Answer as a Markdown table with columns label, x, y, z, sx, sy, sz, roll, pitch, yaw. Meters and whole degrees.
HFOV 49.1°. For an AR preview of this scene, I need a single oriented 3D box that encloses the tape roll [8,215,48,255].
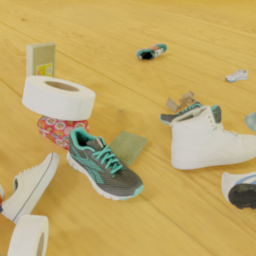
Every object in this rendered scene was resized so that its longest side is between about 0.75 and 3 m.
| label | x | y | z | sx | sy | sz | roll | pitch | yaw |
| --- | --- | --- | --- | --- | --- | --- | --- | --- | --- |
| tape roll | -1.906 | 2.342 | 5.405 | 0.440 | 1.258 | 1.258 | 6 | 37 | -4 |

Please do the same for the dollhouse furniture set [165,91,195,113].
| label | x | y | z | sx | sy | sz | roll | pitch | yaw |
| --- | --- | --- | --- | --- | --- | --- | --- | --- | --- |
| dollhouse furniture set | 2.013 | -1.102 | 10.431 | 1.123 | 0.582 | 0.497 | -28 | 59 | -32 |

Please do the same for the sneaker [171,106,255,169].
| label | x | y | z | sx | sy | sz | roll | pitch | yaw |
| --- | --- | --- | --- | --- | --- | --- | --- | --- | --- |
| sneaker | 2.542 | 0.148 | 7.891 | 2.781 | 1.607 | 1.025 | -9 | 16 | -12 |

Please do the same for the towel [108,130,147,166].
| label | x | y | z | sx | sy | sz | roll | pitch | yaw |
| --- | --- | --- | --- | --- | --- | --- | --- | --- | --- |
| towel | -0.056 | 0.594 | 8.547 | 1.005 | 0.247 | 1.355 | 17 | 39 | 19 |

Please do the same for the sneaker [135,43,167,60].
| label | x | y | z | sx | sy | sz | roll | pitch | yaw |
| --- | --- | --- | --- | --- | --- | --- | --- | --- | --- |
| sneaker | 1.254 | -3.698 | 13.917 | 1.715 | 0.612 | 0.685 | -20 | 44 | -14 |

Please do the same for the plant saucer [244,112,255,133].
| label | x | y | z | sx | sy | sz | roll | pitch | yaw |
| --- | --- | --- | --- | --- | --- | --- | --- | --- | --- |
| plant saucer | 4.767 | -0.229 | 9.607 | 1.420 | 0.273 | 1.420 | 0 | 37 | 0 |

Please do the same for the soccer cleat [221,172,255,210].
| label | x | y | z | sx | sy | sz | roll | pitch | yaw |
| --- | --- | --- | --- | --- | --- | --- | --- | --- | --- |
| soccer cleat | 3.576 | 1.481 | 6.865 | 2.596 | 0.907 | 1.121 | 6 | 20 | -1 |

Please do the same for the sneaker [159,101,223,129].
| label | x | y | z | sx | sy | sz | roll | pitch | yaw |
| --- | --- | --- | --- | --- | --- | --- | --- | --- | --- |
| sneaker | 2.073 | -0.435 | 9.184 | 2.093 | 0.955 | 0.812 | 4 | 9 | 0 |

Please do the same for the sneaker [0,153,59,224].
| label | x | y | z | sx | sy | sz | roll | pitch | yaw |
| --- | --- | --- | --- | --- | --- | --- | --- | --- | --- |
| sneaker | -2.409 | 1.315 | 6.991 | 0.756 | 0.780 | 2.136 | 35 | 38 | -13 |

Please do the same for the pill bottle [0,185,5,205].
| label | x | y | z | sx | sy | sz | roll | pitch | yaw |
| --- | --- | --- | --- | --- | --- | --- | --- | --- | --- |
| pill bottle | -3.762 | 2.048 | 5.675 | 1.376 | 1.376 | 2.409 | 7 | 37 | 9 |

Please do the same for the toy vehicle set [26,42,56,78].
| label | x | y | z | sx | sy | sz | roll | pitch | yaw |
| --- | --- | --- | --- | --- | --- | --- | --- | --- | --- |
| toy vehicle set | -3.221 | -2.095 | 10.412 | 0.268 | 2.024 | 1.257 | 20 | 26 | 20 |

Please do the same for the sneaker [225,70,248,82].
| label | x | y | z | sx | sy | sz | roll | pitch | yaw |
| --- | --- | --- | --- | --- | --- | --- | --- | --- | --- |
| sneaker | 4.714 | -2.312 | 12.169 | 1.084 | 0.470 | 0.406 | -14 | 41 | -15 |

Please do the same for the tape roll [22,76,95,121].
| label | x | y | z | sx | sy | sz | roll | pitch | yaw |
| --- | --- | --- | --- | --- | --- | --- | --- | --- | --- |
| tape roll | -2.106 | -0.944 | 8.647 | 2.134 | 0.746 | 2.134 | 16 | 16 | -5 |

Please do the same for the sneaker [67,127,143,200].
| label | x | y | z | sx | sy | sz | roll | pitch | yaw |
| --- | --- | --- | --- | --- | --- | --- | --- | --- | --- |
| sneaker | -0.743 | 0.864 | 7.381 | 2.675 | 1.220 | 1.038 | 27 | 46 | 30 |

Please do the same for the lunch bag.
| label | x | y | z | sx | sy | sz | roll | pitch | yaw |
| --- | --- | --- | --- | --- | --- | --- | --- | --- | --- |
| lunch bag | -1.993 | -0.087 | 8.875 | 1.437 | 0.589 | 1.266 | 29 | 57 | 14 |
